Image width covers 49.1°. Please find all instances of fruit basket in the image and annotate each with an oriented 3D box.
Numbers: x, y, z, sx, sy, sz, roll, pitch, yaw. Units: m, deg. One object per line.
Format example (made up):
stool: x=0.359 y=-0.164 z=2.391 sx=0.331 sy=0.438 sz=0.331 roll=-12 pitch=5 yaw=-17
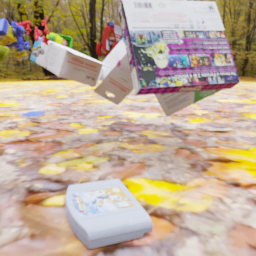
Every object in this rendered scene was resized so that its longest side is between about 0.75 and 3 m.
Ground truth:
fruit basket: x=-3.055 y=-3.597 z=12.343 sx=1.078 sy=1.495 sz=1.495 roll=7 pitch=11 yaw=-14

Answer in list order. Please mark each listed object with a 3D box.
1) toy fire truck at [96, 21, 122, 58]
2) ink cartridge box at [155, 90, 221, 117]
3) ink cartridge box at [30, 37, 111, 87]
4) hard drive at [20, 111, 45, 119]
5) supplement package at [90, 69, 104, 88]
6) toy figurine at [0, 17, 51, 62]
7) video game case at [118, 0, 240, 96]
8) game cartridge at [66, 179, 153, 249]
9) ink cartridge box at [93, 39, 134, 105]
toy fire truck: x=-0.726 y=-3.930 z=12.553 sx=0.987 sy=1.478 sz=1.760 roll=5 pitch=9 yaw=21
ink cartridge box: x=1.544 y=-2.149 z=9.309 sx=2.058 sy=2.842 sz=1.193 roll=-26 pitch=15 yaw=15
ink cartridge box: x=-1.982 y=-2.180 z=9.490 sx=1.546 sy=0.904 sz=2.666 roll=9 pitch=17 yaw=-46
hard drive: x=-5.387 y=-0.758 z=15.904 sx=0.931 sy=0.179 sz=1.411 roll=0 pitch=13 yaw=2
supplement package: x=-1.347 y=-2.051 z=11.097 sx=0.413 sy=0.754 sz=0.429 roll=34 pitch=-20 yaw=-28
toy figurine: x=-3.710 y=-2.830 z=8.237 sx=2.449 sy=1.292 sz=1.467 roll=-5 pitch=-13 yaw=23
video game case: x=1.291 y=-2.132 z=7.228 sx=2.773 sy=2.513 sz=0.497 roll=-7 pitch=-16 yaw=-17
game cartridge: x=-0.522 y=1.557 z=5.485 sx=1.329 sy=0.414 sz=1.996 roll=0 pitch=12 yaw=-21
ink cartridge box: x=-0.178 y=-2.441 z=11.769 sx=1.601 sy=2.780 sz=0.943 roll=27 pitch=25 yaw=-43
